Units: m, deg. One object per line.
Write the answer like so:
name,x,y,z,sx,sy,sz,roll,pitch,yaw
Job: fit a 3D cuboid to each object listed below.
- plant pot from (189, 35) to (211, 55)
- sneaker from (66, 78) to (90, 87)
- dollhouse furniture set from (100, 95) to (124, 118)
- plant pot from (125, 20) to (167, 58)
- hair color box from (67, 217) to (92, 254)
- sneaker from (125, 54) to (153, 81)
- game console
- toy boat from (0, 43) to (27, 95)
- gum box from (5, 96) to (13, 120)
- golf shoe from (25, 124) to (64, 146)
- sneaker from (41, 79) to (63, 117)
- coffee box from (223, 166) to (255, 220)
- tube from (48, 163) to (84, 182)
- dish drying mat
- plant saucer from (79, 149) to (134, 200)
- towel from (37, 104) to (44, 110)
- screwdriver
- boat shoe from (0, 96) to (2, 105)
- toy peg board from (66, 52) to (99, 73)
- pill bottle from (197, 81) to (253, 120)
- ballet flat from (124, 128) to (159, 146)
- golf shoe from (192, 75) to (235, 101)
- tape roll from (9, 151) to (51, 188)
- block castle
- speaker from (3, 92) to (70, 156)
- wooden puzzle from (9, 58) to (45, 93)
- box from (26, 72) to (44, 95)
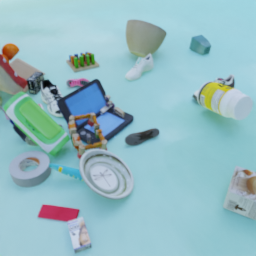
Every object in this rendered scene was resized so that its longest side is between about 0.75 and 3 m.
plant pot,4.371,-4.888,16.728,0.786,0.786,1.112,-20,51,-23
sneaker,-2.428,-2.232,13.687,1.171,0.462,0.558,1,16,-8
dollhouse furniture set,-0.685,-0.706,11.200,0.674,0.753,0.950,-41,56,-20
plant pot,0.824,-4.856,15.747,2.336,1.568,2.336,17,5,-1
hair color box,-1.300,2.823,7.412,0.456,0.270,0.834,-14,42,-17
sneaker,0.549,-3.178,14.427,0.730,0.858,1.940,30,54,31
game console,-1.190,-0.641,10.867,1.997,1.384,2.339,25,46,29
toy boat,-5.298,-2.797,11.804,1.866,2.859,1.869,17,62,31
gum box,-4.684,-0.896,11.941,0.722,0.421,1.273,-1,39,-2
golf shoe,-3.154,0.265,10.564,1.434,0.561,0.697,-21,17,-22
sneaker,-3.207,-1.312,12.028,0.857,0.993,2.266,-25,47,-31
coffee box,3.915,2.023,7.970,2.036,0.812,1.164,17,42,20
tube,-1.828,1.376,8.805,1.372,0.531,0.346,19,60,-7
dish drying mat,-1.987,2.451,8.016,1.125,0.102,0.432,6,41,6
plant saucer,-0.714,1.486,8.600,1.847,0.463,1.847,24,34,-17
towel,-3.981,-0.442,11.295,1.288,0.193,0.942,-16,69,-23
screwdriver,-4.531,-0.485,10.547,0.353,0.368,2.531,-41,83,8
boat shoe,-6.206,-1.650,12.623,0.878,0.758,2.408,-10,40,-12
toy peg board,-2.531,-3.794,15.355,1.462,0.715,1.456,-18,42,-21
pill bottle,3.771,-1.076,11.027,1.142,1.142,1.998,-17,29,-21
ballet flat,0.503,0.310,10.486,1.430,0.482,0.331,-18,14,-19
golf shoe,3.866,-1.815,12.701,2.191,0.965,0.846,-18,43,-19
tape roll,-3.189,1.329,9.160,1.273,0.421,1.273,1,39,-1
block castle,-1.476,0.305,10.006,1.112,0.781,1.664,-11,53,-20
speaker,-3.118,-0.127,9.651,2.299,1.017,1.017,46,45,-7
wooden puzzle,-5.255,-2.562,13.706,1.679,0.338,1.814,30,47,2
box,-4.348,-2.114,13.228,0.387,0.735,0.898,10,40,11
